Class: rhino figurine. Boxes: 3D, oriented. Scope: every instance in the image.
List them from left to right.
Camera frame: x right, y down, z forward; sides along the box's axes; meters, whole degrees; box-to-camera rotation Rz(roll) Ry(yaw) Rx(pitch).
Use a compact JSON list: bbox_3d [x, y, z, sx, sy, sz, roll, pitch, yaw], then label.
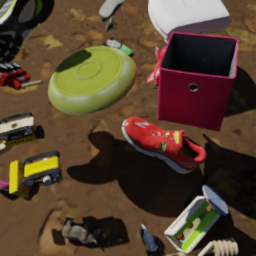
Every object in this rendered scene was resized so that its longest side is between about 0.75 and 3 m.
[{"bbox_3d":[-1.287,3.048,8.170,1.356,0.406,0.593,13,69,5],"label":"rhino figurine"}]

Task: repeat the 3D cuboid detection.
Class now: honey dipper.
[{"bbox_3d":[1.759,3.543,7.844,2.558,0.486,0.486,-9,59,-4],"label":"honey dipper"}]

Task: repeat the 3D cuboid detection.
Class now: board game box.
[{"bbox_3d":[-0.473,-3.463,12.285,1.295,0.152,0.678,40,64,22],"label":"board game box"}]

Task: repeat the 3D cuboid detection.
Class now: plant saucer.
[{"bbox_3d":[-1.064,-1.473,7.746,2.594,0.403,2.594,-8,51,10],"label":"plant saucer"}]

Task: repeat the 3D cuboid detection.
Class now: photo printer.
[{"bbox_3d":[2.013,-4.068,9.906,2.453,0.852,2.040,-14,63,-9],"label":"photo printer"}]

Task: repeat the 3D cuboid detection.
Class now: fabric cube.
[{"bbox_3d":[1.836,-1.256,7.590,1.785,1.813,1.819,11,49,14],"label":"fabric cube"}]

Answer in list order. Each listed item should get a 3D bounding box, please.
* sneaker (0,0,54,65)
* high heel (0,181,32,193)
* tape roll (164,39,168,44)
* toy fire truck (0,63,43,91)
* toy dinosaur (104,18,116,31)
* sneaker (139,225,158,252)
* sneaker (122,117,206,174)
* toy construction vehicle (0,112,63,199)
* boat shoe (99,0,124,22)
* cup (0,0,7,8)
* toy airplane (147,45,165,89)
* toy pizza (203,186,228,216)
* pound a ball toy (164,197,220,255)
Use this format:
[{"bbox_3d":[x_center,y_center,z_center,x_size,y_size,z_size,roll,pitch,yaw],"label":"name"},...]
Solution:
[{"bbox_3d":[-3.291,-2.785,7.821,2.916,1.077,1.180,-42,39,1],"label":"sneaker"},{"bbox_3d":[-3.688,1.717,8.922,1.299,0.438,0.623,15,70,3],"label":"high heel"},{"bbox_3d":[2.150,-4.240,12.403,1.074,0.738,1.074,0,59,0],"label":"tape roll"},{"bbox_3d":[-2.207,-0.987,5.789,0.881,0.776,0.567,33,107,-1],"label":"toy fire truck"},{"bbox_3d":[-0.811,-4.896,13.123,0.416,0.224,0.944,10,56,14],"label":"toy dinosaur"},{"bbox_3d":[0.576,3.206,8.181,0.291,0.288,0.802,-6,50,-36],"label":"sneaker"},{"bbox_3d":[0.927,0.271,6.790,2.214,0.940,0.853,28,52,-12],"label":"sneaker"},{"bbox_3d":[-2.742,0.781,6.529,2.439,0.859,2.124,-17,49,-5],"label":"toy construction vehicle"},{"bbox_3d":[-0.466,-4.024,9.176,0.503,0.416,1.344,30,76,0],"label":"boat shoe"},{"bbox_3d":[-3.776,-3.732,7.979,0.566,0.791,0.791,-7,56,-29],"label":"cup"},{"bbox_3d":[0.908,-1.851,8.548,0.256,1.393,1.393,5,58,-15],"label":"toy airplane"},{"bbox_3d":[2.609,2.210,8.494,0.165,1.038,1.038,-46,61,23],"label":"toy pizza"},{"bbox_3d":[1.873,3.034,8.084,1.790,0.761,1.167,-40,89,-22],"label":"pound a ball toy"}]
